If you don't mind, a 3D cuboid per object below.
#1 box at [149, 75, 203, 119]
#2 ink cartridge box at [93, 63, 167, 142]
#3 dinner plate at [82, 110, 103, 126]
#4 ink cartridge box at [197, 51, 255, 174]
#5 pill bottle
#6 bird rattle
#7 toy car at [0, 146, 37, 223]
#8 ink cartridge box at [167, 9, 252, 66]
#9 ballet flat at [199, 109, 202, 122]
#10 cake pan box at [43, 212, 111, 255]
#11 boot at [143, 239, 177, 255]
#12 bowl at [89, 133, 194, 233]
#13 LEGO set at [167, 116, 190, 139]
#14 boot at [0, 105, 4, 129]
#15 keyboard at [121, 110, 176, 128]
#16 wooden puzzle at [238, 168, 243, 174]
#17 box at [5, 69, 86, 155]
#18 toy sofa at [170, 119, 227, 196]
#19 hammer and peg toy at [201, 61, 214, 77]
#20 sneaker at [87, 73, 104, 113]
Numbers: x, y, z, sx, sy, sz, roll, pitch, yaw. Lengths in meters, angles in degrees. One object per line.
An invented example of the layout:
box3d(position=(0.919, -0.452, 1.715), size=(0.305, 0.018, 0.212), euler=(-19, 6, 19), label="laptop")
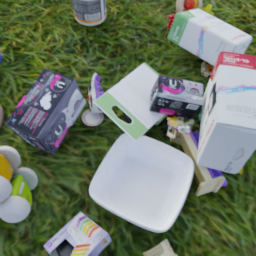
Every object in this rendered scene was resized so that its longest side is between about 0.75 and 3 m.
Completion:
box3d(position=(1.573, -1.012, 9.228), size=(1.527, 1.009, 0.876), euler=(10, 63, -8), label="box")
box3d(position=(0.381, -0.876, 9.768), size=(1.984, 0.654, 2.726), euler=(43, 63, 10), label="ink cartridge box")
box3d(position=(-1.317, -0.377, 10.410), size=(0.802, 0.097, 0.802), euler=(1, 56, -1), label="dinner plate")
box3d(position=(2.923, -0.469, 8.206), size=(1.201, 2.113, 2.900), euler=(12, 53, 6), label="ink cartridge box")
box3d(position=(-1.824, -6.196, 12.744), size=(1.562, 2.684, 1.562), euler=(0, 56, -1), label="pill bottle")
box3d(position=(2.746, -5.450, 12.935), size=(2.139, 1.744, 1.205), euler=(-15, 25, -14), label="bird rattle")
box3d(position=(-3.663, 1.711, 7.964), size=(1.542, 2.057, 1.800), euler=(-23, 32, 7), label="toy car")
box3d(position=(3.371, -3.714, 11.585), size=(2.781, 1.217, 2.021), euler=(36, 41, 21), label="ink cartridge box")
box3d(position=(2.868, -0.632, 10.451), size=(0.302, 0.316, 0.897), euler=(18, 58, 15), label="ballet flat")
box3d(position=(-1.391, 3.122, 7.528), size=(1.424, 0.372, 1.311), euler=(-39, 36, -27), label="cake pan box")
box3d(position=(1.374, 3.562, 7.464), size=(1.684, 0.613, 1.309), euler=(-22, 62, -7), label="boot")
box3d(position=(0.457, 1.668, 8.519), size=(2.640, 0.985, 2.636), euler=(22, 59, 15), label="bowl")
box3d(position=(1.565, -0.015, 9.275), size=(0.685, 0.555, 1.490), euler=(8, 13, 0), label="LEGO set")
box3d(position=(-5.406, -1.413, 9.843), size=(1.050, 2.186, 2.989), euler=(-23, 59, -15), label="boot")
box3d(position=(1.176, -0.935, 10.653), size=(2.861, 0.367, 1.718), euler=(-19, 65, -13), label="keyboard")
box3d(position=(3.513, 0.799, 9.573), size=(1.000, 0.173, 1.482), euler=(15, 62, 4), label="wooden puzzle")
box3d(position=(-2.638, -0.518, 9.453), size=(1.321, 1.522, 2.303), euler=(22, 69, 18), label="box")
box3d(position=(2.320, 0.901, 9.045), size=(1.128, 0.958, 2.312), euler=(-15, 58, -8), label="toy sofa")
box3d(position=(3.363, -2.311, 11.459), size=(0.742, 0.356, 1.009), euler=(9, 45, 6), label="hammer and peg toy")
box3d(position=(-1.146, -1.283, 10.795), size=(0.763, 0.737, 1.828), euler=(6, 56, -22), label="sneaker")
